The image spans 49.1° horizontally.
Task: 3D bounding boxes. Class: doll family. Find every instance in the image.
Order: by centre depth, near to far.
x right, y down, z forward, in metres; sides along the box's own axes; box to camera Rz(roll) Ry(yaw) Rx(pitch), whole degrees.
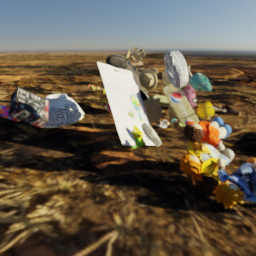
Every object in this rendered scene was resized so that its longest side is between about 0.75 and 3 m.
[{"bbox_3d":[2.103,0.898,5.779,1.763,1.280,2.840,-8,35,-47],"label":"doll family"}]

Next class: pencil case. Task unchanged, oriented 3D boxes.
[{"bbox_3d":[-4.197,-0.515,9.778,0.957,0.423,0.423,18,7,-30],"label":"pencil case"}]

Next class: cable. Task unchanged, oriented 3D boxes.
[{"bbox_3d":[1.017,-1.249,6.004,0.281,0.812,0.812,-21,17,-3],"label":"cable"}]

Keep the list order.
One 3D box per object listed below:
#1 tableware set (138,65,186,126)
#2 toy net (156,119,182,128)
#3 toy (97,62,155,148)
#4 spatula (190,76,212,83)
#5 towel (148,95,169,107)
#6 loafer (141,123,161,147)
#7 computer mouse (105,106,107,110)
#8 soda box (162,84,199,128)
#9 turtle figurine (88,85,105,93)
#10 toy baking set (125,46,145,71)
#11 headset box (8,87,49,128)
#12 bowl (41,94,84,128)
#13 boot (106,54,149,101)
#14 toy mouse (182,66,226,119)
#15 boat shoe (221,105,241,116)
[{"bbox_3d":[1.167,-1.115,9.425,1.889,2.261,0.262,7,26,36],"label":"tableware set"},{"bbox_3d":[1.559,-0.208,9.933,1.123,0.589,0.217,-16,56,4],"label":"toy net"},{"bbox_3d":[-0.170,-0.595,8.402,0.621,2.631,1.515,-35,-25,35],"label":"toy"},{"bbox_3d":[2.615,-1.746,10.043,0.334,0.121,1.181,3,19,-28],"label":"spatula"},{"bbox_3d":[1.608,-1.171,12.661,1.775,0.324,1.317,7,-3,-26],"label":"towel"},{"bbox_3d":[0.624,0.180,7.688,0.268,0.768,0.268,-34,9,8],"label":"loafer"},{"bbox_3d":[-0.443,-0.819,12.362,1.410,0.309,0.773,-9,23,-44],"label":"computer mouse"},{"bbox_3d":[1.599,-0.673,8.541,0.483,1.427,0.457,-29,-10,8],"label":"soda box"},{"bbox_3d":[-1.870,-2.323,16.982,1.021,0.408,1.267,14,8,14],"label":"turtle figurine"},{"bbox_3d":[0.230,-2.751,11.015,0.791,1.030,0.120,15,-10,29],"label":"toy baking set"},{"bbox_3d":[-2.674,-0.535,7.727,1.062,0.410,0.790,25,42,-39],"label":"headset box"},{"bbox_3d":[-2.571,-0.736,10.252,1.806,0.848,1.806,-5,23,2],"label":"bowl"},{"bbox_3d":[0.056,-2.103,12.144,2.424,0.839,2.111,35,23,-20],"label":"boot"},{"bbox_3d":[2.055,-1.090,8.786,0.396,1.817,2.045,-16,-6,-15],"label":"toy mouse"},{"bbox_3d":[4.429,-0.759,12.078,0.333,0.333,0.946,-11,21,-37],"label":"boat shoe"}]
